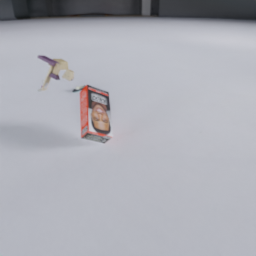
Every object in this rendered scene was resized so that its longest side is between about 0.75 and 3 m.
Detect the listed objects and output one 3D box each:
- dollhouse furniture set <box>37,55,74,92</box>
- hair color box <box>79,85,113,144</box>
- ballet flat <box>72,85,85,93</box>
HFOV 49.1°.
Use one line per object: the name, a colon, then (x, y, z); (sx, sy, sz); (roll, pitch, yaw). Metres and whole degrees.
dollhouse furniture set: (-2.549, -1.792, 10.298); (1.355, 1.214, 1.711); (27, 16, 2)
hair color box: (-1.217, -0.523, 10.496); (1.047, 0.631, 2.062); (15, 53, -34)
ballet flat: (-2.674, -2.166, 15.319); (0.865, 0.316, 0.316); (-19, 34, -31)
